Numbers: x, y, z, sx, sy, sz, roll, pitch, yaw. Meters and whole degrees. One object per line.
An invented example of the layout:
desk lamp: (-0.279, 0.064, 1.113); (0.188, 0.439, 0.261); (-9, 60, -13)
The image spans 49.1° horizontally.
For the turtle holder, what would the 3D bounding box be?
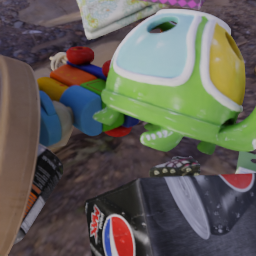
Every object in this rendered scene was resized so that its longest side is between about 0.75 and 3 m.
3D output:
turtle holder: (0.651, -0.507, 3.200); (1.583, 1.480, 2.084); (14, 7, -26)

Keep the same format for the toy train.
toy train: (-1.337, -0.690, 4.880); (1.705, 1.247, 2.947); (-23, 38, -38)

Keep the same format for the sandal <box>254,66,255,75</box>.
sandal: (4.656, -2.073, 8.681); (2.117, 0.578, 0.865); (-36, 59, -26)

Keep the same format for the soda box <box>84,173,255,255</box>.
soda box: (0.954, 1.036, 3.056); (2.736, 0.866, 0.968); (5, 65, -39)

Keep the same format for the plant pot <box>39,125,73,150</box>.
plant pot: (-2.015, -0.085, 6.508); (1.813, 1.813, 1.217); (-12, 87, -10)

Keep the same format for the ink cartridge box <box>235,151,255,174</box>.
ink cartridge box: (2.948, 1.112, 6.243); (1.040, 0.343, 1.429); (17, 54, 14)

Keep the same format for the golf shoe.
golf shoe: (1.031, 0.931, 6.387); (1.190, 0.459, 0.524); (-4, 32, -8)

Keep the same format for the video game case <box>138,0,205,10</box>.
video game case: (0.669, -3.302, 6.170); (2.384, 0.427, 2.160); (16, 44, 16)

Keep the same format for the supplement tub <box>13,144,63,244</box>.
supplement tub: (-2.264, 1.330, 5.464); (1.238, 1.238, 2.021); (18, 52, 14)

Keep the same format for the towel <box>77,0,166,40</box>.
towel: (-0.242, -3.638, 7.886); (2.461, 0.593, 2.107); (-21, 55, 9)

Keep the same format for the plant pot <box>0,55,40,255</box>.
plant pot: (-2.158, 0.323, 3.308); (1.235, 2.675, 2.675); (13, 41, -37)
